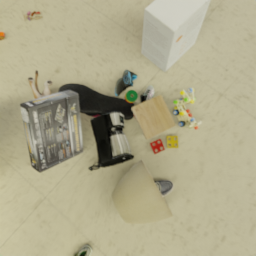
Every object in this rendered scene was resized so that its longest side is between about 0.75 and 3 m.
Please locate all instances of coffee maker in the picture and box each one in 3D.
[{"bbox_3d":[-0.775,0.438,9.822,1.638,1.149,1.706,-13,70,-4],"label":"coffee maker"}]

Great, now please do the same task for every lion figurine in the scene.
[{"bbox_3d":[-2.868,-0.754,10.226,0.928,1.568,2.561,-18,59,-20],"label":"lion figurine"}]

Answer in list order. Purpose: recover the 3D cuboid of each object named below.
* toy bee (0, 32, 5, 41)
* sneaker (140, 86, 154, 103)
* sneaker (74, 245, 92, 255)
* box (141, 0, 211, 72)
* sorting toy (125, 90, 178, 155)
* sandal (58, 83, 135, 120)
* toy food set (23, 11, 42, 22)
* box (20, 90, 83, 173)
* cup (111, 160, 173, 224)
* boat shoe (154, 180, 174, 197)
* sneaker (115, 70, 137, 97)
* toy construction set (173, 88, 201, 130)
[{"bbox_3d":[-5.784,-3.852,11.692,1.145,0.623,0.750,22,61,-18],"label":"toy bee"},{"bbox_3d":[0.687,-1.244,10.541,0.366,0.659,0.942,7,78,26],"label":"sneaker"},{"bbox_3d":[-1.624,4.174,8.850,0.425,0.490,1.105,40,75,13],"label":"sneaker"},{"bbox_3d":[1.663,-3.730,10.508,1.373,2.583,1.967,42,75,13],"label":"box"},{"bbox_3d":[0.921,-0.296,10.282,1.268,0.445,2.631,-25,88,-17],"label":"sorting toy"},{"bbox_3d":[-1.196,-0.836,10.554,2.957,0.666,1.111,15,65,-11],"label":"sandal"},{"bbox_3d":[-4.177,-4.925,12.238,0.798,0.126,0.507,-17,72,-6],"label":"toy food set"},{"bbox_3d":[-2.389,0.084,9.103,0.548,2.266,1.795,22,34,38],"label":"box"},{"bbox_3d":[0.322,2.212,8.851,1.424,1.991,1.991,-30,73,-1],"label":"cup"},{"bbox_3d":[0.873,2.037,9.311,1.556,0.722,0.581,-15,67,-15],"label":"boat shoe"},{"bbox_3d":[-0.100,-1.718,10.818,0.546,0.488,1.334,22,61,10],"label":"sneaker"},{"bbox_3d":[2.170,-0.576,10.172,0.727,1.035,1.579,10,58,-41],"label":"toy construction set"}]
